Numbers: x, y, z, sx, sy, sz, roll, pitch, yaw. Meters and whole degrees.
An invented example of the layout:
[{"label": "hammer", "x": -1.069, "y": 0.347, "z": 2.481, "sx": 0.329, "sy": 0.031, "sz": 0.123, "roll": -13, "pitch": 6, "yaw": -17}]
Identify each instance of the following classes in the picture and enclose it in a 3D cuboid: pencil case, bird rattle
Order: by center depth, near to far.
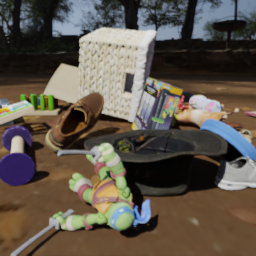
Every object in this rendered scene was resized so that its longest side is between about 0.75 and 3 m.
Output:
[{"label": "bird rattle", "x": 1.530, "y": -0.657, "z": 10.035, "sx": 0.957, "sy": 0.661, "sz": 1.174, "roll": -7, "pitch": 41, "yaw": 54}, {"label": "pencil case", "x": 3.258, "y": -0.927, "z": 11.988, "sx": 0.810, "sy": 0.743, "sz": 1.787, "roll": -25, "pitch": 17, "yaw": 0}]

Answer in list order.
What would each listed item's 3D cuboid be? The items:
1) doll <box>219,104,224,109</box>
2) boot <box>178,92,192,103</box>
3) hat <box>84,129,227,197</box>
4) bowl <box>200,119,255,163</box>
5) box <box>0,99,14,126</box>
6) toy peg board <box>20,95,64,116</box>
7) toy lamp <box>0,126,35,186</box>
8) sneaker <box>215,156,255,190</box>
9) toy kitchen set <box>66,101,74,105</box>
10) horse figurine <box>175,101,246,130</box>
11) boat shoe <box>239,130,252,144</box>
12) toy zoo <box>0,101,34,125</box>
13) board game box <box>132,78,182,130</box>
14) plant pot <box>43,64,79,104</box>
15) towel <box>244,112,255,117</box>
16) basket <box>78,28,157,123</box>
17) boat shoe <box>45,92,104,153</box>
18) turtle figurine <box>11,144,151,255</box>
[{"label": "doll", "x": 3.917, "y": -0.892, "z": 12.909, "sx": 1.017, "sy": 0.247, "sz": 0.694, "roll": -18, "pitch": 30, "yaw": -34}, {"label": "boot", "x": 2.605, "y": -1.796, "z": 15.712, "sx": 1.615, "sy": 0.617, "sz": 1.357, "roll": -9, "pitch": 20, "yaw": -11}, {"label": "hat", "x": 0.480, "y": 0.671, "z": 5.184, "sx": 2.555, "sy": 1.031, "sz": 2.555, "roll": -2, "pitch": 8, "yaw": 0}, {"label": "bowl", "x": 2.144, "y": 0.369, "z": 6.106, "sx": 0.273, "sy": 1.390, "sz": 1.390, "roll": -48, "pitch": 26, "yaw": -7}, {"label": "box", "x": -5.808, "y": -0.584, "z": 10.910, "sx": 2.301, "sy": 0.625, "sz": 2.872, "roll": -7, "pitch": 16, "yaw": -24}, {"label": "toy peg board", "x": -3.944, "y": -1.150, "z": 12.692, "sx": 1.751, "sy": 0.857, "sz": 1.744, "roll": -1, "pitch": 14, "yaw": -4}, {"label": "toy lamp", "x": -2.580, "y": 0.474, "z": 6.489, "sx": 0.762, "sy": 0.762, "sz": 2.618, "roll": -5, "pitch": 14, "yaw": -19}, {"label": "sneaker", "x": 2.374, "y": 0.825, "z": 5.378, "sx": 1.432, "sy": 0.587, "sz": 0.535, "roll": -5, "pitch": 15, "yaw": -18}, {"label": "toy kitchen set", "x": -2.267, "y": -1.412, "z": 14.654, "sx": 1.433, "sy": 1.148, "sz": 0.844, "roll": 39, "pitch": 21, "yaw": 3}, {"label": "horse figurine", "x": 2.681, "y": -0.368, "z": 9.849, "sx": 1.759, "sy": 0.663, "sz": 2.654, "roll": -23, "pitch": 30, "yaw": -37}, {"label": "boat shoe", "x": 3.372, "y": 0.243, "z": 8.042, "sx": 0.406, "sy": 0.364, "sz": 1.096, "roll": 14, "pitch": 16, "yaw": 10}, {"label": "toy zoo", "x": -3.725, "y": -0.509, "z": 8.903, "sx": 1.217, "sy": 0.190, "sz": 1.855, "roll": -25, "pitch": 21, "yaw": -22}, {"label": "board game box", "x": 0.732, "y": -0.458, "z": 7.997, "sx": 0.597, "sy": 1.740, "sz": 2.105, "roll": 15, "pitch": 13, "yaw": -9}, {"label": "plant pot", "x": -2.523, "y": -1.952, "z": 12.949, "sx": 1.779, "sy": 1.575, "sz": 1.777, "roll": 16, "pitch": 2, "yaw": 16}, {"label": "towel", "x": 5.823, "y": -0.539, "z": 11.718, "sx": 1.483, "sy": 0.169, "sz": 1.069, "roll": -1, "pitch": 12, "yaw": -12}, {"label": "basket", "x": -0.362, "y": -2.270, "z": 11.007, "sx": 2.406, "sy": 2.965, "sz": 2.992, "roll": 12, "pitch": 29, "yaw": 7}, {"label": "boat shoe", "x": -1.274, "y": -0.283, "z": 7.639, "sx": 0.789, "sy": 0.841, "sz": 2.337, "roll": -42, "pitch": 8, "yaw": 47}, {"label": "turtle figurine", "x": -0.658, "y": 0.797, "z": 4.109, "sx": 1.797, "sy": 1.293, "sz": 1.742, "roll": 0, "pitch": 8, "yaw": -15}]
